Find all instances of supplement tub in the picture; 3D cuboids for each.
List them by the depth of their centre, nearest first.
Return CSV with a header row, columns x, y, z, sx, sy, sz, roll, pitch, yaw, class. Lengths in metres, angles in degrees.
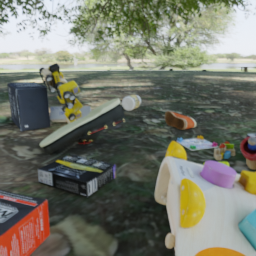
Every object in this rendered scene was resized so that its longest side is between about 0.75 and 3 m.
x,y,z,sx,sy,sz,roll,pitch,yaw,class
0.195,-1.335,14.641,0.734,0.734,1.016,7,17,24,supplement tub

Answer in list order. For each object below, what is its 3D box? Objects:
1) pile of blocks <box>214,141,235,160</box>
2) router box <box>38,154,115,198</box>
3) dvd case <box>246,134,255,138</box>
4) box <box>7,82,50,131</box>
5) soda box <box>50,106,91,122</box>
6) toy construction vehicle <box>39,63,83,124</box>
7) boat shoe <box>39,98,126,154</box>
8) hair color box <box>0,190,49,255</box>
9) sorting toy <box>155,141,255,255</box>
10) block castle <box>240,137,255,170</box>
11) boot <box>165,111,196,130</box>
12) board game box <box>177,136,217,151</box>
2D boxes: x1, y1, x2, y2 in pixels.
x,y,z,sx,sy,sz,roll,pitch,yaw,class
2.855,0.621,8.165,0.472,0.357,1.149,10,19,33,pile of blocks
-1.175,1.061,6.504,1.418,0.370,1.115,9,17,29,router box
5.309,0.541,8.533,2.605,0.322,1.958,-1,15,-5,dvd case
-4.098,-0.952,11.472,1.169,1.658,2.241,-10,19,-29,box
-2.424,-0.575,11.887,1.682,0.574,0.534,-1,-12,-3,soda box
-2.249,-1.243,10.284,0.869,2.468,2.149,-33,62,-18,toy construction vehicle
-1.298,0.066,8.805,2.979,0.933,1.090,-31,17,-30,boat shoe
-2.185,1.664,3.651,1.168,0.705,2.301,6,17,18,hair color box
1.788,1.247,3.963,2.563,1.521,2.847,6,16,0,sorting toy
3.885,0.304,5.821,2.651,1.772,1.244,17,-23,33,block castle
2.093,-0.300,11.376,0.772,0.540,1.440,-4,23,-30,boot
2.236,0.478,9.137,0.969,0.125,0.970,-5,16,-19,board game box
